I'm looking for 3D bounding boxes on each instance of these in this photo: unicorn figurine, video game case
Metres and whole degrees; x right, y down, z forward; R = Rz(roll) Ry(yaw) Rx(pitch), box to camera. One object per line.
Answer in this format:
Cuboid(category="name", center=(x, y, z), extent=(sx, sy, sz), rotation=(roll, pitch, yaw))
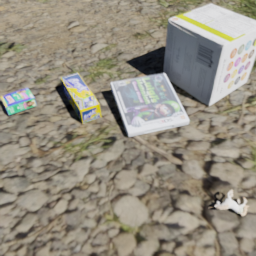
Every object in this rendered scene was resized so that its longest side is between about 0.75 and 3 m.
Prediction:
Cuboid(category="unicorn figurine", center=(3.183, 2.349, 8.683), extent=(1.111, 0.410, 0.763), rotation=(24, 58, 17))
Cuboid(category="video game case", center=(0.842, -1.075, 11.888), extent=(2.617, 0.336, 2.878), rotation=(-11, 55, -12))

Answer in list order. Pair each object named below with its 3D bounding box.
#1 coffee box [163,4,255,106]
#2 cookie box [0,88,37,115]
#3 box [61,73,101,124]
Cuboid(category="coffee box", center=(3.745, -3.415, 12.765), extent=(2.949, 2.978, 2.982), rotation=(-30, 51, -27))
Cuboid(category="cookie box", center=(-4.776, -1.159, 12.201), extent=(1.243, 0.467, 1.063), rotation=(-24, 43, -22))
Cuboid(category="box", center=(-2.091, -1.343, 12.192), extent=(0.894, 0.821, 2.552), rotation=(-21, 47, -18))
